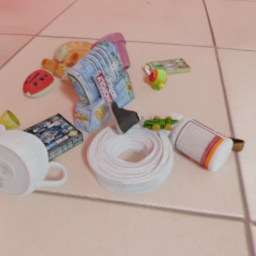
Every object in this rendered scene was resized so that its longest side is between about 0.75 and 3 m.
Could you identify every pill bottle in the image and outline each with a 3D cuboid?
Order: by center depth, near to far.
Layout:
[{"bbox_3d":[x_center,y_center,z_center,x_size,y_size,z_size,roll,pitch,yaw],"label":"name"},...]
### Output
[{"bbox_3d":[2.293,0.419,9.735,2.289,1.254,1.254,33,51,32],"label":"pill bottle"}]

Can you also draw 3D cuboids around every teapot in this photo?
[{"bbox_3d":[-3.206,0.924,8.530,2.113,2.140,1.563,-9,19,24],"label":"teapot"}]

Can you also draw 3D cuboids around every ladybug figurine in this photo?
[{"bbox_3d":[-4.204,-2.133,13.078,1.355,0.718,1.997,7,41,8],"label":"ladybug figurine"}]

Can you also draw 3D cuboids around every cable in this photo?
[{"bbox_3d":[0.073,0.911,9.378,2.848,0.986,2.847,-14,42,-14],"label":"cable"}]

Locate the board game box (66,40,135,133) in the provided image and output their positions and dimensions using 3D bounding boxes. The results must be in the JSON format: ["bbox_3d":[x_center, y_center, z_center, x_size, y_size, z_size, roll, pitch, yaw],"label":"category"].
[{"bbox_3d":[-1.142,-1.394,11.076,0.899,2.916,2.915,21,59,31],"label":"board game box"}]

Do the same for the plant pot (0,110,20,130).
[{"bbox_3d":[-4.715,-0.232,10.966,0.565,0.796,0.796,-35,47,-1],"label":"plant pot"}]

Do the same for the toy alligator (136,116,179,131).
[{"bbox_3d":[0.922,-0.106,9.502,1.576,0.379,0.522,0,43,14],"label":"toy alligator"}]

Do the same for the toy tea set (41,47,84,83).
[{"bbox_3d":[-3.036,-3.041,13.697,2.571,0.952,1.529,27,86,31],"label":"toy tea set"}]

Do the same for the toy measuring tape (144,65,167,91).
[{"bbox_3d":[1.318,-2.651,13.555,0.854,0.854,2.321,-8,42,-9],"label":"toy measuring tape"}]

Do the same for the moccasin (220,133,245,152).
[{"bbox_3d":[3.420,0.479,10.171,1.527,0.589,0.558,15,43,16],"label":"moccasin"}]

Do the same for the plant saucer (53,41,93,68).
[{"bbox_3d":[-2.613,-3.745,14.901,2.595,0.486,2.595,3,48,-3],"label":"plant saucer"}]

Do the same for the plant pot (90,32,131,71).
[{"bbox_3d":[-0.721,-3.506,13.782,1.794,1.794,1.606,-25,87,-26],"label":"plant pot"}]

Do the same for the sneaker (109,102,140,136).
[{"bbox_3d":[-0.107,-0.481,9.618,0.807,0.568,1.519,-31,49,11],"label":"sneaker"}]

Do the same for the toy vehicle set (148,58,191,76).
[{"bbox_3d":[2.137,-3.181,14.643,1.973,0.262,1.226,-10,42,-11],"label":"toy vehicle set"}]

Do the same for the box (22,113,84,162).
[{"bbox_3d":[-2.964,0.407,10.331,2.095,0.482,1.665,-32,50,-31],"label":"box"}]
